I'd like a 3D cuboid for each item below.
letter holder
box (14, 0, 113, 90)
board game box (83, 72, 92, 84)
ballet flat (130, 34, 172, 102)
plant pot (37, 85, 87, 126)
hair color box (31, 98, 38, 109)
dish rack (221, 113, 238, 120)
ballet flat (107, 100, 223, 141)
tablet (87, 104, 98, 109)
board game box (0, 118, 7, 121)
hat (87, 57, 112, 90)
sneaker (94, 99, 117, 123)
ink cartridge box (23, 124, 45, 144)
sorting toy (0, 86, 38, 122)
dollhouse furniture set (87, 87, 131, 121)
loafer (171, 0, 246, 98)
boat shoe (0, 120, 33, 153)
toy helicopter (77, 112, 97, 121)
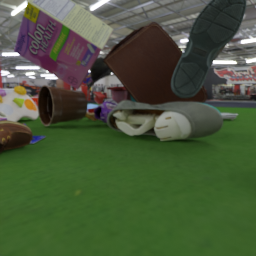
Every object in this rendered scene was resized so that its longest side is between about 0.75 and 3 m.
[{"bbox_3d":[0.830,-1.506,7.441,1.703,2.397,1.205,-31,21,25],"label":"letter holder"},{"bbox_3d":[-1.699,-2.262,7.269,1.971,0.953,1.734,31,-39,-14],"label":"box"},{"bbox_3d":[-1.189,-1.919,10.041,0.859,0.192,0.578,-32,-4,38],"label":"board game box"},{"bbox_3d":[0.763,-1.755,8.583,0.744,2.336,0.787,-11,42,-42],"label":"ballet flat"},{"bbox_3d":[-2.027,-0.700,8.770,1.228,1.240,1.240,-5,8,-39],"label":"plant pot"},{"bbox_3d":[-5.188,-1.105,14.074,2.809,0.860,1.426,-3,7,-16],"label":"hair color box"},{"bbox_3d":[3.710,-0.455,11.262,0.974,0.247,1.135,-3,7,-15],"label":"dish rack"},{"bbox_3d":[0.657,-0.074,6.269,2.789,0.940,0.888,8,38,40],"label":"ballet flat"},{"bbox_3d":[-1.265,-0.762,12.807,2.631,0.180,1.712,13,17,32],"label":"tablet"},{"bbox_3d":[-4.623,-0.069,7.879,1.288,0.347,2.146,-3,6,13],"label":"board game box"},{"bbox_3d":[-0.928,-1.874,8.909,1.486,0.600,1.486,-34,17,12],"label":"hat"},{"bbox_3d":[-0.403,-0.411,8.923,0.855,0.778,1.933,-21,25,-38],"label":"sneaker"},{"bbox_3d":[-2.949,0.124,6.078,2.061,0.382,0.976,2,7,-1],"label":"ink cartridge box"},{"bbox_3d":[-4.708,-0.614,10.154,2.375,1.269,2.138,-1,26,-5],"label":"sorting toy"},{"bbox_3d":[-0.769,-0.863,10.382,2.369,1.275,0.963,5,11,41],"label":"dollhouse furniture set"},{"bbox_3d":[1.558,-1.680,5.802,0.835,2.325,0.731,31,4,4],"label":"loafer"},{"bbox_3d":[-2.284,0.228,4.724,0.536,0.572,1.588,42,20,27],"label":"boat shoe"},{"bbox_3d":[-1.769,-0.624,10.586,1.342,0.887,0.529,17,37,1],"label":"toy helicopter"}]
